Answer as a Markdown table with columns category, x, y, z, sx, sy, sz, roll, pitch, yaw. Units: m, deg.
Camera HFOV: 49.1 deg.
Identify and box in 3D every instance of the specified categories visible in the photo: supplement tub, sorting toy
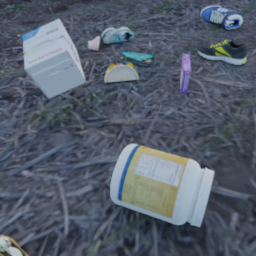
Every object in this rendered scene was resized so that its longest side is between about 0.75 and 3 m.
| category | x | y | z | sx | sy | sz | roll | pitch | yaw |
| --- | --- | --- | --- | --- | --- | --- | --- | --- | --- |
| supplement tub | 0.885 | 1.486 | 7.303 | 2.330 | 1.686 | 1.686 | 15 | 42 | 16 |
| sorting toy | -0.419 | -2.702 | 13.234 | 1.564 | 0.836 | 1.408 | -7 | 21 | -9 |

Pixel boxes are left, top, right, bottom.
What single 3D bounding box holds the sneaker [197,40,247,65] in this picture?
| category | x | y | z | sx | sy | sz | roll | pitch | yaw |
| --- | --- | --- | --- | --- | --- | --- | --- | --- | --- |
| sneaker | 4.876 | -4.089 | 14.470 | 2.570 | 1.088 | 0.957 | 18 | 42 | 20 |

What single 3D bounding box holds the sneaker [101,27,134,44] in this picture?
| category | x | y | z | sx | sy | sz | roll | pitch | yaw |
| --- | --- | --- | --- | --- | --- | --- | --- | --- | --- |
| sneaker | -0.592 | -5.310 | 16.177 | 2.110 | 0.819 | 0.911 | -26 | 50 | -28 |

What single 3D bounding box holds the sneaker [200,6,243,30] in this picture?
| category | x | y | z | sx | sy | sz | roll | pitch | yaw |
| --- | --- | --- | --- | --- | --- | --- | --- | --- | --- |
| sneaker | 6.053 | -7.096 | 18.092 | 2.614 | 1.053 | 1.914 | 10 | 36 | 4 |

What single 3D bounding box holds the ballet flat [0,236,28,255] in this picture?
| category | x | y | z | sx | sy | sz | roll | pitch | yaw |
| --- | --- | --- | --- | --- | --- | --- | --- | --- | --- |
| ballet flat | -2.809 | 2.864 | 6.641 | 1.349 | 0.425 | 0.463 | 20 | 44 | 23 |

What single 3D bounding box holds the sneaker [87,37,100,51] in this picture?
| category | x | y | z | sx | sy | sz | roll | pitch | yaw |
| --- | --- | --- | --- | --- | --- | --- | --- | --- | --- |
| sneaker | -1.951 | -4.794 | 15.783 | 0.670 | 0.483 | 1.282 | 5 | 44 | -2 |

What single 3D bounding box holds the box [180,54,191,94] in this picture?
| category | x | y | z | sx | sy | sz | roll | pitch | yaw |
| --- | --- | --- | --- | --- | --- | --- | --- | --- | --- |
| box | 2.535 | -2.426 | 12.459 | 0.317 | 1.110 | 1.622 | 5 | 40 | 6 |

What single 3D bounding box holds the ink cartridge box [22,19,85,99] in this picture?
| category | x | y | z | sx | sy | sz | roll | pitch | yaw |
| --- | --- | --- | --- | --- | --- | --- | --- | --- | --- |
| ink cartridge box | -2.667 | -2.467 | 10.022 | 1.531 | 1.524 | 2.087 | -23 | 51 | 3 |

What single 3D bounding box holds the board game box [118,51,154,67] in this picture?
| category | x | y | z | sx | sy | sz | roll | pitch | yaw |
| --- | --- | --- | --- | --- | --- | --- | --- | --- | --- |
| board game box | 0.425 | -3.598 | 14.545 | 1.704 | 0.240 | 1.152 | 9 | 40 | 11 |
